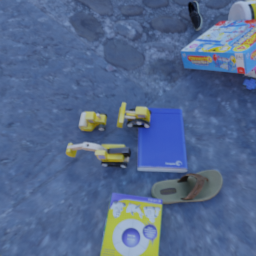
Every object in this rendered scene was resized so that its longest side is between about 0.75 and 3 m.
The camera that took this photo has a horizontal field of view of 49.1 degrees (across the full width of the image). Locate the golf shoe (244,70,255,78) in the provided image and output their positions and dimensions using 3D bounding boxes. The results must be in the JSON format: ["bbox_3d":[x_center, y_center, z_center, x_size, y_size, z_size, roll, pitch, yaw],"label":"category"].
[{"bbox_3d":[5.067,-2.227,11.140,0.778,0.614,1.690,-41,71,19],"label":"golf shoe"}]

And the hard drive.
[{"bbox_3d":[1.115,0.346,9.467,1.559,0.300,2.363,2,55,1],"label":"hard drive"}]

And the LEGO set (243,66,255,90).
[{"bbox_3d":[5.079,-1.622,10.269,2.287,0.939,0.872,31,104,19],"label":"LEGO set"}]

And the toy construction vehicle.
[{"bbox_3d":[-0.608,0.095,9.138,2.504,0.882,2.180,4,62,13],"label":"toy construction vehicle"}]

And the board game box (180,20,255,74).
[{"bbox_3d":[4.038,-3.241,10.882,2.843,0.795,2.784,-40,35,-24],"label":"board game box"}]

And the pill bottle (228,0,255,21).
[{"bbox_3d":[5.990,-4.912,12.335,2.681,1.532,1.532,-11,56,-8],"label":"pill bottle"}]

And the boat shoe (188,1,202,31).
[{"bbox_3d":[3.044,-5.171,12.909,0.452,0.541,1.451,-2,79,-33],"label":"boat shoe"}]

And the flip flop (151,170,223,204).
[{"bbox_3d":[1.785,1.719,8.324,2.215,0.638,0.898,-7,56,-6],"label":"flip flop"}]

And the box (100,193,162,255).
[{"bbox_3d":[0.061,3.107,7.412,1.505,0.621,2.566,6,57,5],"label":"box"}]
